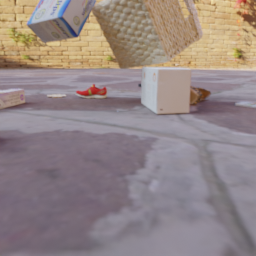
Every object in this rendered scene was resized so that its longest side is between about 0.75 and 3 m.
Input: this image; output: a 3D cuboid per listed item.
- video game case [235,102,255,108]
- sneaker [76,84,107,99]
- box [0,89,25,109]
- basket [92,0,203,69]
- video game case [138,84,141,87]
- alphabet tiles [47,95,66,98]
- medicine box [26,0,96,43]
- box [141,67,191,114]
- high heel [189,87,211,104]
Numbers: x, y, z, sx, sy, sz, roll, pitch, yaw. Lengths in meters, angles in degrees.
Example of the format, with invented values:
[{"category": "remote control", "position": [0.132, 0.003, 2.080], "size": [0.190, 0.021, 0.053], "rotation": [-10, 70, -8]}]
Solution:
[{"category": "video game case", "position": [4.551, -0.834, 10.228], "size": [0.729, 0.091, 1.019], "rotation": [-12, 18, -41]}, {"category": "sneaker", "position": [-1.592, -1.614, 12.257], "size": [1.432, 0.608, 0.551], "rotation": [2, 14, 8]}, {"category": "box", "position": [-4.600, -0.921, 9.615], "size": [0.581, 0.543, 2.804], "rotation": [4, 15, 14]}, {"category": "basket", "position": [0.709, -3.869, 10.186], "size": [2.824, 2.799, 2.271], "rotation": [6, 42, 48]}, {"category": "video game case", "position": [1.676, -2.537, 16.784], "size": [1.464, 0.207, 1.620], "rotation": [-11, 17, -36]}, {"category": "alphabet tiles", "position": [-3.248, -1.442, 12.709], "size": [0.816, 0.061, 0.834], "rotation": [-4, 15, -18]}, {"category": "medicine box", "position": [-2.426, -4.191, 10.226], "size": [1.950, 1.776, 1.004], "rotation": [4, -25, 35]}, {"category": "box", "position": [1.210, -1.360, 9.604], "size": [1.094, 1.396, 2.245], "rotation": [-2, 14, -9]}, {"category": "high heel", "position": [2.898, -1.339, 10.913], "size": [1.360, 0.681, 1.908], "rotation": [-9, 6, -8]}]
